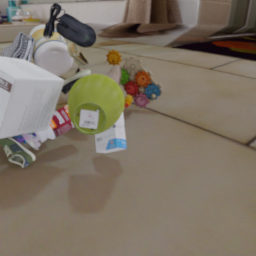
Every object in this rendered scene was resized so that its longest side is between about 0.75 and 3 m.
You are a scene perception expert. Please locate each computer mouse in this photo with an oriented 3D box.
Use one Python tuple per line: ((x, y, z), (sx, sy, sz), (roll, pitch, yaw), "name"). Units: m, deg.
((-1.783, -3.035, 8.768), (1.627, 1.126, 0.429), (22, 17, -14), "computer mouse")

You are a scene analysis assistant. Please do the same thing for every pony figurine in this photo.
((-3.237, -0.026, 8.155), (1.853, 1.543, 1.789), (-7, -4, -21), "pony figurine")

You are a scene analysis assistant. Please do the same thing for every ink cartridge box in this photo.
((-0.516, -0.017, 7.732), (0.768, 1.326, 0.442), (-15, -16, 36), "ink cartridge box")

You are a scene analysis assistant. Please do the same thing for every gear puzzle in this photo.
((0.121, -2.055, 11.247), (1.410, 2.722, 0.356), (-36, 9, 32), "gear puzzle")

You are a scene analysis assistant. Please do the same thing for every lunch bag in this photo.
((-3.161, -0.573, 9.535), (1.299, 1.616, 0.666), (-5, 0, -6), "lunch bag")

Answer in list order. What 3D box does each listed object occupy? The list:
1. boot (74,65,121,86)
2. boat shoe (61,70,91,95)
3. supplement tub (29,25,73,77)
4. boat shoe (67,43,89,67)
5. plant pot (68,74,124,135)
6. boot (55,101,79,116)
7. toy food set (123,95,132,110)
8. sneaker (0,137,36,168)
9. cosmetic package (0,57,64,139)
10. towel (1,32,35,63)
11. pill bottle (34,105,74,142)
((-1.150, -1.670, 9.979), (1.582, 2.164, 0.760), (29, -27, -34), "boot")
((-1.700, -1.476, 9.069), (1.435, 0.447, 0.535), (-21, 21, 33), "boat shoe")
((-3.268, -3.230, 11.596), (1.514, 1.514, 2.093), (-12, 45, -22), "supplement tub")
((-1.589, -2.330, 8.895), (0.322, 1.027, 0.377), (3, 70, 21), "boat shoe")
((-0.755, -0.399, 6.154), (1.360, 1.360, 1.454), (0, 19, -1), "plant pot")
((-2.492, -0.829, 10.941), (2.483, 0.821, 2.174), (-12, 37, -10), "boot")
((-0.792, -0.958, 11.327), (1.815, 0.867, 0.817), (10, 28, 4), "toy food set")
((-3.294, 0.711, 8.036), (1.192, 0.400, 0.535), (33, 35, 0), "sneaker")
((-2.698, -0.762, 6.515), (1.406, 1.408, 1.706), (28, 17, 17), "cosmetic package")
((-4.312, -2.470, 10.598), (0.853, 1.994, 1.651), (21, -32, -34), "towel")
((-2.142, -0.104, 8.301), (1.236, 0.698, 0.698), (-33, 38, -23), "pill bottle")
